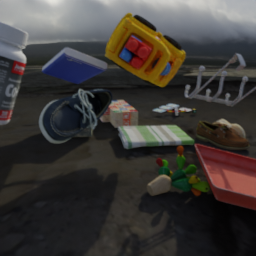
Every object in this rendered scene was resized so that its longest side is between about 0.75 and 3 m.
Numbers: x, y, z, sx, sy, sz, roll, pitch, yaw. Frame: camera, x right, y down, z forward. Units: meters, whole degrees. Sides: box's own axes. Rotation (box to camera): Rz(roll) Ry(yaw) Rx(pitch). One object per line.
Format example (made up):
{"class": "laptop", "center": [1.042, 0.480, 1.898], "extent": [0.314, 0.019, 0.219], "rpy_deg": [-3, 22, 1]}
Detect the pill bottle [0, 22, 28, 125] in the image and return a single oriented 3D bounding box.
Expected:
{"class": "pill bottle", "center": [-2.896, -1.192, 5.995], "extent": [1.167, 2.050, 1.167], "rpy_deg": [18, 7, -2]}

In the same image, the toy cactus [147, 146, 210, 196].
{"class": "toy cactus", "center": [1.186, 1.234, 7.098], "extent": [1.528, 0.947, 1.852], "rpy_deg": [-20, 33, -26]}

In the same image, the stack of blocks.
{"class": "stack of blocks", "center": [-0.581, -0.692, 13.317], "extent": [1.408, 0.716, 2.446], "rpy_deg": [-5, 18, -16]}

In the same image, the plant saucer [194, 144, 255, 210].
{"class": "plant saucer", "center": [2.869, 1.275, 6.658], "extent": [2.445, 0.450, 2.449], "rpy_deg": [14, 17, -1]}

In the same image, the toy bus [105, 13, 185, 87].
{"class": "toy bus", "center": [0.649, -2.574, 9.938], "extent": [2.887, 1.959, 2.771], "rpy_deg": [31, 20, -11]}

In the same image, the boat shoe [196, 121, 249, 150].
{"class": "boat shoe", "center": [3.402, 0.252, 10.270], "extent": [2.081, 0.707, 0.749], "rpy_deg": [16, 23, 41]}

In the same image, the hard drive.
{"class": "hard drive", "center": [-2.375, -2.560, 12.031], "extent": [1.843, 0.354, 2.793], "rpy_deg": [15, -12, -32]}

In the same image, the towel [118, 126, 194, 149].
{"class": "towel", "center": [0.969, 0.366, 10.682], "extent": [2.555, 0.392, 1.906], "rpy_deg": [-1, 19, -10]}

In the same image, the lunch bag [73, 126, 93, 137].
{"class": "lunch bag", "center": [-2.329, -0.444, 11.656], "extent": [1.740, 1.247, 2.121], "rpy_deg": [-1, 22, -4]}

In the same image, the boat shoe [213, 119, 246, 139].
{"class": "boat shoe", "center": [3.851, 0.148, 10.911], "extent": [0.611, 0.652, 1.767], "rpy_deg": [-14, 17, -10]}

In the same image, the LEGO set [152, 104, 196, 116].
{"class": "LEGO set", "center": [2.556, -1.068, 15.018], "extent": [1.558, 0.512, 2.085], "rpy_deg": [-18, 25, -37]}

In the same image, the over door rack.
{"class": "over door rack", "center": [3.079, -1.426, 8.222], "extent": [1.822, 0.822, 2.466], "rpy_deg": [7, -17, -21]}

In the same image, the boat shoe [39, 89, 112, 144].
{"class": "boat shoe", "center": [-1.067, -0.378, 6.481], "extent": [0.782, 0.946, 2.528], "rpy_deg": [-19, 8, 24]}
